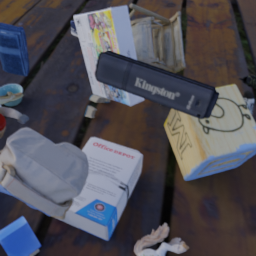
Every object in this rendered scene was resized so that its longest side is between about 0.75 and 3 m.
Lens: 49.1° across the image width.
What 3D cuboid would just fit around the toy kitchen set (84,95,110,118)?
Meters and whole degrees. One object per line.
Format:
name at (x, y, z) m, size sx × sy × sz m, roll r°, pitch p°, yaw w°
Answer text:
toy kitchen set at (-1.388, -0.946, 11.734) m, size 0.682 × 0.928 × 1.158 m, roll 24°, pitch 14°, yaw 21°

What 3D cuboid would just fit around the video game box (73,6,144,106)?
video game box at (-0.667, -2.304, 9.046) m, size 0.663 × 2.831 × 2.580 m, roll -24°, pitch 27°, yaw -24°

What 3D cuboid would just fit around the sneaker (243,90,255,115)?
sneaker at (3.964, -0.742, 9.466) m, size 0.467 × 1.055 × 0.391 m, roll -22°, pitch 30°, yaw -19°

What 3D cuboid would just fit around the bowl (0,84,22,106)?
bowl at (-4.983, -1.323, 11.932) m, size 1.079 × 0.564 × 1.079 m, roll 0°, pitch 45°, yaw 0°

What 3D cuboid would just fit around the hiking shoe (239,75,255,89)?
hiking shoe at (4.113, -1.407, 8.898) m, size 0.668 × 0.502 × 1.326 m, roll -1°, pitch 14°, yaw -13°

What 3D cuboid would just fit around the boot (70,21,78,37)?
boot at (-2.613, -5.498, 15.824) m, size 1.630 × 0.737 × 0.593 m, roll 24°, pitch 51°, yaw 21°

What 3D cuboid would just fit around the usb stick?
usb stick at (0.584, -1.002, 6.451) m, size 2.897 × 0.803 × 0.472 m, roll 22°, pitch 19°, yaw 10°

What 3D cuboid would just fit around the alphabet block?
alphabet block at (2.611, 0.204, 9.011) m, size 2.122 × 2.133 × 2.172 m, roll -12°, pitch 66°, yaw -14°

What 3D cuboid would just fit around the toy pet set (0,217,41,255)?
toy pet set at (-3.246, 3.357, 7.034) m, size 2.003 × 1.139 × 2.145 m, roll -31°, pitch 54°, yaw -26°

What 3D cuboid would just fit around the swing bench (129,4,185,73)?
swing bench at (0.855, -3.098, 10.298) m, size 2.114 × 1.372 × 2.103 m, roll 0°, pitch 82°, yaw -23°

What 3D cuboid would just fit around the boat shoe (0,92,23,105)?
boat shoe at (-4.277, -1.124, 10.088) m, size 0.991 × 0.329 × 0.367 m, roll -29°, pitch 28°, yaw -35°

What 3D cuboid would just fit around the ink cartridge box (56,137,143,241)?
ink cartridge box at (-0.878, 1.747, 8.601) m, size 1.898 × 1.096 × 2.600 m, roll 18°, pitch 49°, yaw 16°

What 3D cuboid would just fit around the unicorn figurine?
unicorn figurine at (0.877, 3.842, 6.817) m, size 1.859 × 0.999 × 2.706 m, roll -20°, pitch 34°, yaw -5°

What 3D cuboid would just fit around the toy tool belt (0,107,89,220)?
toy tool belt at (-2.369, 0.969, 6.299) m, size 2.782 × 1.709 × 1.737 m, roll 32°, pitch 31°, yaw -3°

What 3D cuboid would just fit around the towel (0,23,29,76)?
towel at (-4.153, -2.755, 10.055) m, size 1.058 × 1.894 × 0.460 m, roll 11°, pitch 46°, yaw 0°
